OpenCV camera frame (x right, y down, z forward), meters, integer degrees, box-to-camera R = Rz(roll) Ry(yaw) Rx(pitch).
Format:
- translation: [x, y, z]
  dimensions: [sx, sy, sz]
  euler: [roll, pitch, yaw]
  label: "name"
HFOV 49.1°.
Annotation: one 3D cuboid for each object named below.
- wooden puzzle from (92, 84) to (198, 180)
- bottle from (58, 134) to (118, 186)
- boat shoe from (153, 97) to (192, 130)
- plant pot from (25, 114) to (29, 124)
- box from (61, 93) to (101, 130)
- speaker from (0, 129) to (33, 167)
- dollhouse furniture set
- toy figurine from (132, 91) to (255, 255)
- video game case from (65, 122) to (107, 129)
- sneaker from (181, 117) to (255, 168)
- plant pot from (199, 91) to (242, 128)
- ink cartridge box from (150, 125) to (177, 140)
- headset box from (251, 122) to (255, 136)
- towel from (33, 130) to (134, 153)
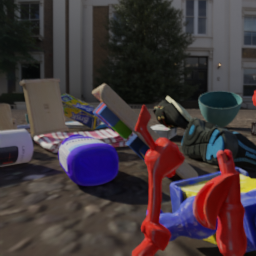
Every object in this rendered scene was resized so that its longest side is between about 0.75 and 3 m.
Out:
- translation: [0.089, 0.101, 5.156]
  dimensions: [2.068, 0.517, 2.232]
  euler: [43, 0, -12]
  label: "wooden puzzle"
- translation: [-0.813, 0.478, 4.965]
  dimensions: [0.810, 0.633, 1.938]
  euler: [-6, 7, -21]
  label: "bottle"
- translation: [1.450, -0.352, 9.117]
  dimensions: [0.907, 1.058, 2.893]
  euler: [-43, 11, 6]
  label: "boat shoe"
- translation: [-4.099, -0.272, 12.695]
  dimensions: [1.051, 0.704, 1.051]
  euler: [1, 5, 0]
  label: "plant pot"
- translation: [-2.266, -0.770, 12.883]
  dimensions: [2.169, 0.760, 0.697]
  euler: [25, 37, 17]
  label: "box"
- translation: [-2.702, 0.426, 5.185]
  dimensions: [0.709, 0.709, 1.746]
  euler: [5, 7, 41]
  label: "speaker"
- translation: [-3.350, -0.466, 8.690]
  dimensions: [2.289, 1.582, 2.424]
  euler: [-11, 3, -39]
  label: "dollhouse furniture set"
- translation: [1.020, 0.408, 2.254]
  dimensions: [2.539, 1.339, 1.521]
  euler: [-12, -2, -17]
  label: "toy figurine"
- translation: [-2.245, -0.145, 14.031]
  dimensions: [2.223, 0.198, 1.591]
  euler: [2, 6, 21]
  label: "video game case"
- translation: [1.861, 0.383, 6.021]
  dimensions: [0.997, 0.891, 2.433]
  euler: [16, 8, -9]
  label: "sneaker"
- translation: [4.430, -0.803, 13.658]
  dimensions: [1.961, 1.321, 1.961]
  euler: [-5, 31, 3]
  label: "plant pot"
- translation: [0.855, 0.138, 10.063]
  dimensions: [1.523, 0.382, 1.755]
  euler: [4, 6, 19]
  label: "ink cartridge box"
- translation: [5.366, 0.055, 10.216]
  dimensions: [1.001, 0.505, 1.347]
  euler: [-5, 7, -42]
  label: "headset box"
- translation: [-1.205, 0.276, 8.331]
  dimensions: [2.848, 0.426, 2.084]
  euler: [-3, 6, -30]
  label: "towel"
